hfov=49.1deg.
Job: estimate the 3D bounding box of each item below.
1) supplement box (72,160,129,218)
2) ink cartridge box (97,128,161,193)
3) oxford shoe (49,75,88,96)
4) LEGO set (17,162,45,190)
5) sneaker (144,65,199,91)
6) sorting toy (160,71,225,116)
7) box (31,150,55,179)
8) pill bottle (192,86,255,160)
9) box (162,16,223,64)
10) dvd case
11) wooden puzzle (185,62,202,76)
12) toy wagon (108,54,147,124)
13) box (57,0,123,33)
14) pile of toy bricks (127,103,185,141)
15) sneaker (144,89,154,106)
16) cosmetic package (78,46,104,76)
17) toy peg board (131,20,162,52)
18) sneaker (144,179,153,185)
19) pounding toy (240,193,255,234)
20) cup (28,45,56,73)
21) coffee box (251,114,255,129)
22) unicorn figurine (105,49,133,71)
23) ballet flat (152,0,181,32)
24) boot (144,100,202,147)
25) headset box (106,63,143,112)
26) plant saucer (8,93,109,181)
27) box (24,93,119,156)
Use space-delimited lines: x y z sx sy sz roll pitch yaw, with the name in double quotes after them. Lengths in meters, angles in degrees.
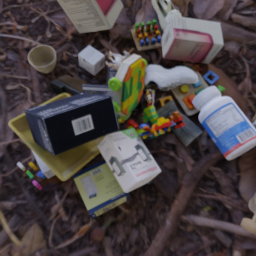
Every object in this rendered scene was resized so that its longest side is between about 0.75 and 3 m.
-0.890 2.006 9.352 1.411 0.947 1.409 -25 68 -11 "supplement box"
0.042 1.022 9.175 1.310 0.757 1.801 -14 64 -46 "ink cartridge box"
-1.756 -1.388 10.841 2.586 0.940 1.091 33 59 17 "oxford shoe"
-3.366 1.514 9.812 1.269 0.521 0.484 41 72 17 "LEGO set"
1.679 -1.885 11.106 2.237 0.833 0.974 7 69 24 "sneaker"
2.602 -1.409 11.160 2.768 0.377 1.558 -28 72 -11 "sorting toy"
-2.620 0.910 9.919 1.235 0.812 1.242 -28 69 -12 "box"
3.452 -0.227 10.102 1.413 1.413 2.519 -26 68 -11 "pill bottle"
2.565 -3.534 11.414 2.099 1.342 1.144 4 68 -11 "box"
-0.967 -0.714 10.046 1.253 1.685 0.135 5 27 12 "dvd case"
2.748 -2.357 11.789 0.708 0.084 1.194 9 67 4 "wooden puzzle"
0.011 -1.195 9.660 0.503 2.544 1.974 22 41 21 "toy wagon"
-1.764 -5.566 11.447 1.826 2.855 1.556 5 60 32 "box"
0.845 -0.267 9.631 1.280 2.307 1.139 -17 85 -28 "pile of toy bricks"
0.817 -1.131 11.110 0.411 0.342 0.912 7 57 -1 "sneaker"
-1.510 -2.792 11.615 0.849 0.700 0.700 35 66 14 "cosmetic package"
0.863 -4.121 12.302 1.213 0.593 1.208 -14 66 -6 "toy peg board"
0.653 1.509 9.957 0.406 0.386 1.024 3 67 -19 "sneaker"
4.905 2.409 8.825 1.572 1.577 2.750 34 70 19 "pounding toy"
-3.448 -2.720 11.561 1.111 0.795 1.111 0 66 1 "cup"
5.186 -0.432 10.410 0.724 1.026 1.815 32 69 14 "coffee box"
-0.396 -2.706 11.001 0.844 0.454 1.229 22 68 -15 "unicorn figurine"
1.814 -5.098 12.530 1.013 1.013 2.916 -20 67 -9 "ballet flat"
1.665 0.001 10.501 1.565 0.625 1.721 -37 85 4 "boot"
-0.125 -1.713 11.133 1.473 0.743 1.982 5 66 2 "headset box"
-2.200 0.300 9.410 2.553 0.619 2.553 44 46 7 "plant saucer"
-1.740 -0.234 8.555 2.147 1.955 1.118 -22 111 -28 "box"
